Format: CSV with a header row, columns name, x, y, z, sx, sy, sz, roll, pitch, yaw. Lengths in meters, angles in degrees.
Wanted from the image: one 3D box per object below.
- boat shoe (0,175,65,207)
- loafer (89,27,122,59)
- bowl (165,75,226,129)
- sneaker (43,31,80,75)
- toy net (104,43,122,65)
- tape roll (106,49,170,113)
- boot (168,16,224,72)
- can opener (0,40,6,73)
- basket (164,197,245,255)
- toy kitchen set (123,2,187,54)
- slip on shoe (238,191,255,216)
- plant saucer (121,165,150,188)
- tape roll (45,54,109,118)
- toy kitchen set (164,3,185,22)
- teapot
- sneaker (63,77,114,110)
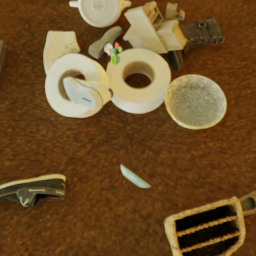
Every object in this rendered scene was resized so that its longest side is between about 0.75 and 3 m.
name,x,y,z,sx,sy,sz,roll,pitch,yaw
boat shoe,-3.590,2.361,10.010,2.691,0.966,0.910,-9,63,-6
loafer,-0.948,-3.877,12.815,1.904,0.666,0.664,-44,80,-9
bowl,2.571,-0.838,11.252,2.367,1.111,2.367,1,66,-1
sneaker,-2.888,-3.329,12.415,1.426,0.909,2.467,-2,66,2
toy net,-0.606,-2.789,10.115,0.254,0.690,1.314,-11,37,-25
tape roll,0.400,-2.000,11.840,2.699,0.944,2.699,0,68,0
boot,3.038,-3.901,12.558,2.582,1.027,2.966,-4,64,-1
can opener,-6.024,-2.727,12.300,0.827,0.660,2.475,1,66,-1
basket,2.544,3.467,9.120,2.392,1.782,1.707,-13,68,-6
toy kitchen set,1.157,-4.706,11.707,2.599,2.121,2.345,9,62,44
slip on shoe,4.522,2.679,10.082,1.964,0.595,0.747,-15,68,-6
plant saucer,0.173,1.542,8.572,1.141,1.141,0.220,35,84,13
tape roll,-2.026,-1.642,11.170,2.470,0.864,2.470,0,89,19
toy kitchen set,2.295,-5.644,13.306,0.927,1.025,1.137,11,70,4
teapot,-1.311,-5.783,13.100,2.136,1.560,2.108,42,109,-19
sneaker,-1.449,-1.290,10.010,0.924,0.953,2.610,-25,35,-28
